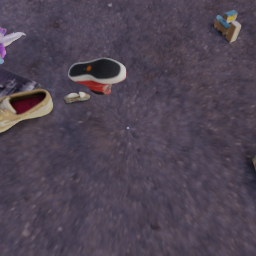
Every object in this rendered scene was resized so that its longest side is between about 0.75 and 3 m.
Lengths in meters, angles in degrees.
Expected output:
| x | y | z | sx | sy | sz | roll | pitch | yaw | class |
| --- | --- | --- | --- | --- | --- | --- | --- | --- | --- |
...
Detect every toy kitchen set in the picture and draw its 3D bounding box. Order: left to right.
| x | y | z | sx | sy | sz | roll | pitch | yaw | class |
| --- | --- | --- | --- | --- | --- | --- | --- | --- | --- |
| 3.869 | -3.882 | 10.284 | 0.924 | 0.679 | 1.153 | -23 | 61 | -14 | toy kitchen set |

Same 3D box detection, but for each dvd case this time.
| x | y | z | sx | sy | sz | roll | pitch | yaw | class |
| --- | --- | --- | --- | --- | --- | --- | --- | --- | --- |
| -4.350 | -1.130 | 8.798 | 2.545 | 0.203 | 1.892 | 24 | 62 | 13 | dvd case |

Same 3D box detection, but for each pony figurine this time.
| x | y | z | sx | sy | sz | roll | pitch | yaw | class |
| --- | --- | --- | --- | --- | --- | --- | --- | --- | --- |
| -2.713 | -1.847 | 5.736 | 0.944 | 0.978 | 0.814 | -45 | 26 | -21 | pony figurine |

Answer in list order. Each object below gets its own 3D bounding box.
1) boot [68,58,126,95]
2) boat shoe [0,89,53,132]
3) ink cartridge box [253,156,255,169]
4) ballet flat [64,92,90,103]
| x | y | z | sx | sy | sz | roll | pitch | yaw | class |
| --- | --- | --- | --- | --- | --- | --- | --- | --- | --- |
| -0.499 | -1.132 | 6.696 | 1.567 | 1.130 | 0.567 | 7 | 74 | 36 | boot |
| -3.344 | -0.539 | 7.859 | 2.437 | 0.809 | 0.902 | -25 | 74 | -23 | boat shoe |
| 4.640 | 1.394 | 6.985 | 2.470 | 0.592 | 1.797 | -5 | 57 | -1 | ink cartridge box |
| -1.576 | -0.968 | 8.640 | 0.785 | 0.295 | 0.266 | -11 | 52 | -7 | ballet flat |
